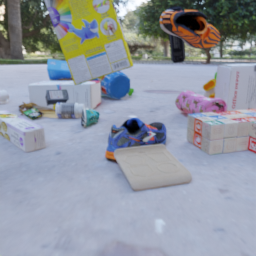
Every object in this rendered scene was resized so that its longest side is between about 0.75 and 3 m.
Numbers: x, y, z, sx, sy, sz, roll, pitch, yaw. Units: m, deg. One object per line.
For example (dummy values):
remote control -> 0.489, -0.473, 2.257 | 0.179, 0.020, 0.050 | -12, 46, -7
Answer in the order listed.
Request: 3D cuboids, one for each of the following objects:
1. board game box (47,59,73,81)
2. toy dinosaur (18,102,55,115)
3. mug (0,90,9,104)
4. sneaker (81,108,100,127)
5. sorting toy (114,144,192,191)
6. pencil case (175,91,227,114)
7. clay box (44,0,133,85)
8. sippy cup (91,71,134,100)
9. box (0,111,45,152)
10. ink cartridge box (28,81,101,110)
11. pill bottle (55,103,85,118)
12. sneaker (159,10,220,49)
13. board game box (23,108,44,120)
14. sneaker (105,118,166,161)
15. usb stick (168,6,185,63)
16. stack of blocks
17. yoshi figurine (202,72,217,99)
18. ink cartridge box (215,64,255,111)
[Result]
board game box -> -2.767, -2.287, 13.436 | 1.921, 0.506, 2.510 | 6, -20, -6
toy dinosaur -> -3.761, -0.830, 11.132 | 1.798, 0.543, 0.955 | 7, 16, 23
mug -> -6.015, -1.379, 13.197 | 0.764, 0.564, 0.670 | 39, 38, 16
sneaker -> -1.284, -0.393, 9.618 | 0.582, 0.566, 1.462 | 9, 16, -1
sorting toy -> 0.458, 0.799, 5.785 | 1.257, 0.248, 1.358 | -5, 26, -17
pencil case -> 2.625, -0.811, 10.309 | 1.000, 0.957, 2.310 | 39, 0, -23
clay box -> -1.068, -2.735, 7.296 | 1.646, 2.864, 0.682 | -16, 10, 9
sippy cup -> -0.824, -2.345, 14.459 | 2.420, 1.900, 1.774 | -17, 32, -25
box -> -3.258, 0.013, 8.040 | 0.552, 0.591, 2.852 | -14, 22, -39
ink cartridge box -> -2.647, -1.454, 12.174 | 2.637, 1.129, 1.946 | 0, 14, 7
pill bottle -> -2.133, -0.646, 10.394 | 1.003, 0.570, 0.570 | 0, 16, 2
sneaker -> 2.649, -3.602, 10.515 | 2.822, 1.095, 1.581 | 7, 16, -27
board game box -> -3.565, -0.527, 10.530 | 0.486, 0.109, 0.927 | -30, 33, -27
sneaker -> 0.318, 0.145, 7.022 | 0.841, 0.876, 2.233 | 12, 20, 33
usb stick -> 2.302, -4.381, 13.320 | 0.726, 2.617, 0.427 | -5, 32, 10
stack of blocks -> 3.103, 0.079, 7.412 | 2.662, 0.780, 1.533 | -5, 16, -17
yoshi figurine -> 4.837, -2.055, 14.248 | 1.436, 1.442, 2.565 | 26, 24, 25
ink cartridge box -> 4.974, -1.658, 11.497 | 2.614, 1.909, 1.102 | -3, 16, -13
